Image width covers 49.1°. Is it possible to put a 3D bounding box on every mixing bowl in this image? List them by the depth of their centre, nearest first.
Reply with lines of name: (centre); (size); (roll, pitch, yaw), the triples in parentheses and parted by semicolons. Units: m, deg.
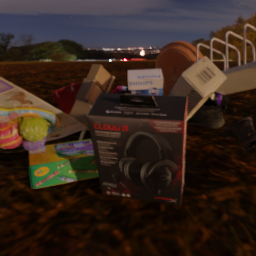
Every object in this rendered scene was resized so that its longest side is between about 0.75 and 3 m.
mixing bowl: (-1.958, -1.053, 10.901); (1.817, 0.984, 1.817); (-17, -2, -1)

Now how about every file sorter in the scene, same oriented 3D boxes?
file sorter: (3.531, -2.128, 8.704); (1.688, 1.515, 2.432); (9, -10, -35)

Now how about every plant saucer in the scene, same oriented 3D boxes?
plant saucer: (2.194, -2.235, 12.148); (0.472, 2.925, 2.925); (-25, 28, -33)

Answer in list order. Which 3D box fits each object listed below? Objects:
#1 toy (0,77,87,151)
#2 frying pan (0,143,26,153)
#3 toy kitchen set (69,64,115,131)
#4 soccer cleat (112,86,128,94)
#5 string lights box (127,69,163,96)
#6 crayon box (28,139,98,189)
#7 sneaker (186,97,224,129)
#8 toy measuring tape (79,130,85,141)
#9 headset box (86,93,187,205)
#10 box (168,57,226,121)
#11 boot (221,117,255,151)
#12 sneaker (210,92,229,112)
toy: (-2.078, 0.012, 5.222); (1.536, 0.630, 2.667); (-16, -26, 18)
frying pan: (-3.733, 0.415, 8.165); (2.255, 0.367, 1.364); (-1, 16, 2)
toy kitchen set: (-0.508, -0.768, 9.738); (1.953, 2.164, 1.766); (12, -16, 35)
soccer cleat: (0.100, -1.499, 13.377); (1.151, 0.932, 2.667); (9, 0, -27)
string lights box: (0.495, -0.737, 8.029); (0.945, 1.839, 0.542); (-2, 42, 2)
crayon box: (-1.314, 0.762, 6.562); (1.916, 0.558, 1.138); (-8, 18, -18)
sneaker: (2.372, -0.686, 10.141); (2.111, 1.209, 0.807); (9, 37, 45)
toy measuring tape: (-1.295, 0.403, 7.530); (0.292, 0.794, 0.292); (19, 7, -3)
headset box: (0.236, 0.317, 5.149); (1.612, 2.166, 0.837); (4, 37, 13)
box: (1.710, -0.865, 8.060); (1.006, 0.837, 2.448); (-38, -11, -19)
boot: (3.254, 0.268, 8.117); (0.391, 1.130, 0.984); (29, 41, -23)
sneaker: (3.299, -0.839, 10.991); (1.025, 0.717, 2.062); (9, -13, -4)
